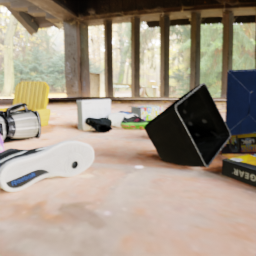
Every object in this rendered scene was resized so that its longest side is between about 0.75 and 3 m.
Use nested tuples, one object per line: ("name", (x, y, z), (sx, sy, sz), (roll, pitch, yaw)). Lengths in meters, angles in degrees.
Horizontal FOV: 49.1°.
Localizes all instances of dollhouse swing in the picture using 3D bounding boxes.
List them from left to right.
("dollhouse swing", (-5.611, -1.234, 14.378), (2.621, 2.304, 2.382), (5, 10, 24))

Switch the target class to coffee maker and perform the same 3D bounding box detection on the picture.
("coffee maker", (-4.564, 0.028, 10.287), (1.956, 1.371, 2.036), (-26, -11, 40))

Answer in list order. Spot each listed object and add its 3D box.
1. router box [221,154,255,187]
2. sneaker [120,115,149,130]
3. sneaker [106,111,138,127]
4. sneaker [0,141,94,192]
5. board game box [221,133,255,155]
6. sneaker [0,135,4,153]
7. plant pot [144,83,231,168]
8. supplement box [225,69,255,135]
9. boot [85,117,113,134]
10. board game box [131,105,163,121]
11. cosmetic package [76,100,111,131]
("router box", (3.070, 0.985, 6.109), (1.191, 0.408, 1.597), (-5, 11, -31))
("sneaker", (0.463, -0.301, 13.145), (1.662, 0.696, 0.638), (3, -26, 10))
("sneaker", (-0.506, -0.500, 14.657), (1.849, 0.745, 1.354), (-4, 10, -28))
("sneaker", (-2.048, 0.701, 6.510), (1.308, 0.854, 2.338), (10, 14, 44))
("board game box", (4.125, 0.394, 8.216), (2.139, 0.607, 1.768), (-4, -3, -26))
("sneaker", (-4.076, 0.467, 7.762), (2.167, 0.958, 0.872), (5, 11, 37))
("plant pot", (1.469, 0.035, 7.555), (1.502, 1.693, 1.689), (-19, 13, 46))
("supplement box", (5.337, -1.112, 12.114), (1.821, 2.712, 2.709), (4, 10, 26))
("boot", (-1.137, -0.115, 12.853), (1.503, 0.556, 1.232), (7, 11, -37))
("board game box", (1.092, -0.808, 16.134), (1.705, 0.894, 0.878), (-8, 13, -38))
("cosmetic package", (-1.630, -0.669, 13.656), (0.474, 1.384, 1.835), (9, 12, 42))
